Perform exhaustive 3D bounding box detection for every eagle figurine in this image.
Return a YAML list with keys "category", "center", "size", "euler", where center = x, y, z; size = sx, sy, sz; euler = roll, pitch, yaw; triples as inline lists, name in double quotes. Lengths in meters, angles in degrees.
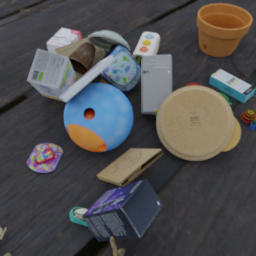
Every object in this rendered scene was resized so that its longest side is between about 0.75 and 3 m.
- category: "eagle figurine"
  center: [-0.521, 4.115, 7.037]
  size: [1.522, 1.514, 2.006]
  euler: [45, 34, -15]

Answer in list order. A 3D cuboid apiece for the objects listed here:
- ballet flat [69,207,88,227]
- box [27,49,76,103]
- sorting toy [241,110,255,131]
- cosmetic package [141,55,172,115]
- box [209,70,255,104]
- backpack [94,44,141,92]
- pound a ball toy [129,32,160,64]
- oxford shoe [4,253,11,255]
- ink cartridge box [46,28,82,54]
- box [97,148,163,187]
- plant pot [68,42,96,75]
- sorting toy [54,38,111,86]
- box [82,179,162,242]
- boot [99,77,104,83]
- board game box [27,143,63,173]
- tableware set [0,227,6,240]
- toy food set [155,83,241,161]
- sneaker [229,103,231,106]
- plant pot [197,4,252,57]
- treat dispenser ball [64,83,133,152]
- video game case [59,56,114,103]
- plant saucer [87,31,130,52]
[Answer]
- category: "ballet flat"
  center: [-1.084, 2.819, 8.668]
  size: [1.584, 0.558, 0.533]
  euler: [11, 44, 8]
- category: "box"
  center: [-3.007, -2.019, 11.423]
  size: [1.198, 2.364, 1.330]
  euler: [15, 81, 0]
- category: "sorting toy"
  center: [5.238, -0.309, 11.430]
  size: [1.275, 0.523, 0.766]
  euler: [29, 55, 22]
- category: "cosmetic package"
  center: [1.148, -1.720, 11.550]
  size: [1.244, 1.050, 2.329]
  euler: [-2, 85, -1]
- category: "box"
  center: [4.757, -1.937, 12.886]
  size: [0.784, 0.468, 1.906]
  euler: [-35, 57, -26]
- category: "backpack"
  center: [-0.307, -2.526, 12.364]
  size: [1.638, 1.790, 1.316]
  euler: [-49, 28, 4]
- category: "pound a ball toy"
  center: [0.592, -3.972, 14.289]
  size: [1.604, 1.045, 2.459]
  euler: [13, 50, 11]
- category: "oxford shoe"
  center: [-3.659, 3.900, 7.891]
  size: [0.297, 0.316, 0.844]
  euler: [24, 53, 20]
- category: "ink cartridge box"
  center: [-3.403, -4.570, 15.045]
  size: [1.205, 0.681, 1.644]
  euler: [15, 51, 13]
- category: "box"
  center: [-0.005, 1.236, 9.289]
  size: [1.705, 2.086, 0.222]
  euler: [-37, 102, -23]
- category: "plant pot"
  center: [-1.965, -3.162, 12.409]
  size: [1.118, 1.118, 1.196]
  euler: [21, 71, 17]
- category: "sorting toy"
  center: [-1.944, -2.802, 13.191]
  size: [2.208, 0.397, 2.964]
  euler: [-21, 76, -13]
- category: "box"
  center: [-0.172, 2.338, 7.881]
  size: [0.945, 1.812, 1.341]
  euler: [58, 41, -5]
- category: "boot"
  center: [-0.747, -2.329, 13.284]
  size: [1.269, 0.467, 0.479]
  euler: [-23, 63, -21]
- category: "board game box"
  center: [-3.084, 1.007, 10.335]
  size: [1.070, 0.264, 1.354]
  euler: [12, 47, 5]
- category: "tableware set"
  center: [-4.042, 3.447, 8.384]
  size: [0.627, 0.190, 0.949]
  euler: [-5, 42, 11]
- category: "toy food set"
  center: [2.458, -0.227, 10.319]
  size: [2.871, 0.698, 2.842]
  euler: [-24, 79, 8]
- category: "sneaker"
  center: [3.486, -0.920, 11.633]
  size: [1.411, 0.977, 2.337]
  euler: [-9, 57, -2]
- category: "plant pot"
  center: [4.820, -4.998, 14.635]
  size: [2.666, 1.866, 2.666]
  euler: [0, 49, 0]
- category: "treat dispenser ball"
  center: [-1.071, -0.373, 10.221]
  size: [2.505, 2.505, 2.505]
  euler: [0, 49, 0]
- category: "video game case"
  center: [-1.425, -1.584, 9.220]
  size: [2.000, 0.230, 1.822]
  euler: [-43, 16, -7]
- category: "plant saucer"
  center: [-0.806, -3.886, 12.451]
  size: [1.945, 1.945, 0.488]
  euler: [15, 88, 12]
